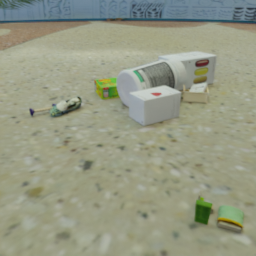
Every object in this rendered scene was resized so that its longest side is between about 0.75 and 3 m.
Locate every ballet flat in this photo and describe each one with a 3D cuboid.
[{"bbox_3d":[-2.330,-0.874,10.611,0.537,0.537,1.447,18,32,31],"label":"ballet flat"}]

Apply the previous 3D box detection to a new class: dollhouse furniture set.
[{"bbox_3d":[1.877,1.642,5.683,0.959,0.481,0.628,10,28,19],"label":"dollhouse furniture set"}]

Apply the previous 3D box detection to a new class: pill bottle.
[{"bbox_3d":[1.009,-1.897,11.413,2.705,1.530,1.530,-23,34,-31],"label":"pill bottle"}]

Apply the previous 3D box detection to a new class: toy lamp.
[{"bbox_3d":[-3.108,-0.692,10.543,1.129,0.329,0.329,-16,31,-29],"label":"toy lamp"}]

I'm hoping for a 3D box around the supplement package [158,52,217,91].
[{"bbox_3d":[2.828,-2.790,13.494,2.513,1.429,1.376,-15,29,-27],"label":"supplement package"}]

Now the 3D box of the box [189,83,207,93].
[{"bbox_3d":[2.951,-1.582,11.958,0.655,0.165,0.907,-4,36,37],"label":"box"}]

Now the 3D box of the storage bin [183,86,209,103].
[{"bbox_3d":[2.860,-1.464,11.924,1.014,0.475,1.007,5,27,10],"label":"storage bin"}]

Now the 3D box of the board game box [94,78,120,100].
[{"bbox_3d":[-0.224,-1.865,12.625,2.369,0.564,1.203,-10,28,-18],"label":"board game box"}]

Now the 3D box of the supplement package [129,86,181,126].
[{"bbox_3d":[0.958,-0.834,10.108,1.616,0.968,0.980,-16,31,-29],"label":"supplement package"}]
